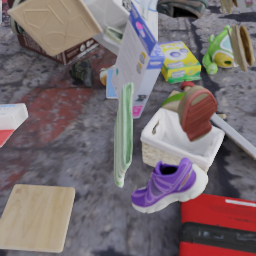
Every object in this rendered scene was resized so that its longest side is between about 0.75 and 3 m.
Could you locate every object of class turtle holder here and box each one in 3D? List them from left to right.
[{"bbox_3d":[3.733,-2.946,10.736,1.808,1.374,1.284,-24,55,-25],"label":"turtle holder"}]

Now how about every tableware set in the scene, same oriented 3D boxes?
[{"bbox_3d":[3.079,-3.091,7.753,0.601,2.999,1.982,-15,14,17],"label":"tableware set"}]

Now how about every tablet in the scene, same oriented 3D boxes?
[{"bbox_3d":[-0.409,-1.553,9.862,0.695,0.073,1.068,1,77,-4],"label":"tablet"}]

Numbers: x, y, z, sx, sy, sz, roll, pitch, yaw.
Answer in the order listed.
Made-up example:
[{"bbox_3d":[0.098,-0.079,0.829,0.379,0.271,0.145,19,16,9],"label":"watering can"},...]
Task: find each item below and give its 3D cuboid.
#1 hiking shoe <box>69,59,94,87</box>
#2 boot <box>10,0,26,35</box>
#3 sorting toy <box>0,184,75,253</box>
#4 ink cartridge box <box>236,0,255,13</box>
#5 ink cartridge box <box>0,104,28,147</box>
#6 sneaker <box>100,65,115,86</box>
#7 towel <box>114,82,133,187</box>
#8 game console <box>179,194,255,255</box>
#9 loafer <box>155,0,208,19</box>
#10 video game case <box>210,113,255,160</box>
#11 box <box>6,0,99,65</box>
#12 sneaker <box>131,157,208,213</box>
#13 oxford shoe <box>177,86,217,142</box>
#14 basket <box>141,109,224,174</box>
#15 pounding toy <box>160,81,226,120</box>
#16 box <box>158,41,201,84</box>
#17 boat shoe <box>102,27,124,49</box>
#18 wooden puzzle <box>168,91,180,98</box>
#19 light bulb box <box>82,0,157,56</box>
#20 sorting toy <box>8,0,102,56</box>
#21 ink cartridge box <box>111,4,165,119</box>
[{"bbox_3d":[-1.735,-1.957,10.363,0.837,0.629,1.662,-12,36,-3],"label":"hiking shoe"},{"bbox_3d":[-2.388,-3.662,8.609,1.740,0.831,2.303,16,63,7],"label":"boot"},{"bbox_3d":[-2.030,2.075,6.328,1.456,0.510,1.465,3,45,2],"label":"sorting toy"},{"bbox_3d":[3.074,-3.012,6.102,0.956,0.560,1.323,-28,22,6],"label":"ink cartridge box"},{"bbox_3d":[-3.146,-0.050,5.835,1.635,0.366,1.441,-4,26,4],"label":"ink cartridge box"},{"bbox_3d":[-0.241,-2.113,10.427,1.684,0.637,0.738,-10,46,-11],"label":"sneaker"},{"bbox_3d":[-0.058,0.151,3.211,0.139,1.186,0.905,3,67,-6],"label":"towel"},{"bbox_3d":[2.405,2.722,5.866,2.775,1.647,2.391,7,14,7],"label":"game console"},{"bbox_3d":[1.104,-2.631,6.210,1.266,0.455,0.398,16,80,38],"label":"loafer"},{"bbox_3d":[2.966,0.311,7.533,0.191,1.573,1.728,-48,51,10],"label":"video game case"},{"bbox_3d":[-2.969,-4.477,11.579,2.817,2.313,2.337,26,51,24],"label":"box"},{"bbox_3d":[0.588,0.920,4.776,0.690,1.653,0.666,53,43,0],"label":"sneaker"},{"bbox_3d":[1.181,-0.336,5.388,0.717,2.036,0.761,-28,67,0],"label":"oxford shoe"},{"bbox_3d":[1.378,0.508,7.447,1.856,1.145,1.258,23,49,20],"label":"basket"},{"bbox_3d":[1.777,-0.747,8.114,1.756,1.356,0.815,20,65,-33],"label":"pounding toy"},{"bbox_3d":[1.866,-2.591,10.972,1.361,0.561,2.319,-11,48,-10],"label":"box"},{"bbox_3d":[-0.187,-2.530,8.122,1.171,0.363,0.421,17,69,-22],"label":"boat shoe"},{"bbox_3d":[1.783,-0.881,9.541,0.900,0.181,0.972,23,45,21],"label":"wooden puzzle"},{"bbox_3d":[-0.385,-3.984,8.559,1.580,2.510,2.532,-12,68,35],"label":"light bulb box"},{"bbox_3d":[-1.961,-2.918,6.842,1.800,2.435,0.358,-17,57,18],"label":"sorting toy"},{"bbox_3d":[0.181,-1.389,6.235,0.464,2.211,1.320,-8,55,-21],"label":"ink cartridge box"}]
